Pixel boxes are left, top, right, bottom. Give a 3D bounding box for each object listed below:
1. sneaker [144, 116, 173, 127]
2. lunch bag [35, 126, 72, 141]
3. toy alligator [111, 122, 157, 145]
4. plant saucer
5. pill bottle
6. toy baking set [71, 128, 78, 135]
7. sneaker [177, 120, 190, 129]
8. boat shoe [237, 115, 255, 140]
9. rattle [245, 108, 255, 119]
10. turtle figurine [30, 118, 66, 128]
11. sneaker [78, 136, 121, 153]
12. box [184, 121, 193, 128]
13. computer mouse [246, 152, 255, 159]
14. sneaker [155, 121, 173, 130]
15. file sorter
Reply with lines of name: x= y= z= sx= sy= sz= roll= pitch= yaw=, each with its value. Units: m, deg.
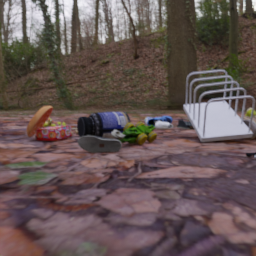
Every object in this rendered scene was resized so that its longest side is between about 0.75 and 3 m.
sneaker: x=1.972 y=-0.374 z=18.146 sx=1.837 sy=0.679 sz=0.756 roll=-6 pitch=8 yaw=5
lunch bag: x=-3.282 y=0.209 z=12.104 sx=1.260 sy=0.586 sz=1.431 roll=1 pitch=6 yaw=26
toy alligator: x=0.175 y=0.306 z=10.666 sx=0.921 sy=0.667 sz=2.778 roll=41 pitch=27 yaw=28
plant saucer: x=-3.773 y=-0.318 z=11.817 sx=0.295 sy=1.574 sz=1.574 roll=37 pitch=4 yaw=-4
pill bottle: x=-1.034 y=-0.068 z=11.951 sx=2.108 sy=1.179 sz=1.179 roll=-3 pitch=6 yaw=-30
toy baking set: x=-2.298 y=0.218 z=14.013 sx=1.872 sy=0.284 sz=2.439 roll=0 pitch=5 yaw=-28
sneaker: x=3.343 y=-0.197 z=16.596 sx=0.941 sy=0.500 sz=0.352 roll=7 pitch=1 yaw=-33
boat shoe: x=5.509 y=-0.035 z=13.044 sx=1.011 sy=1.067 sz=2.817 roll=3 pitch=14 yaw=-5
rattle: x=7.161 y=-0.113 z=16.254 sx=1.505 sy=1.652 sz=2.312 roll=45 pitch=19 yaw=29
turtle figurine: x=-4.304 y=-0.137 z=15.295 sx=1.670 sy=0.667 sz=2.071 roll=7 pitch=-13 yaw=-44
sneaker: x=-0.963 y=0.558 z=9.367 sx=1.425 sy=0.533 sz=0.757 roll=8 pitch=-1 yaw=-8
box: x=3.868 y=-0.189 z=16.997 sx=0.952 sy=0.275 sz=1.197 roll=11 pitch=-2 yaw=-38
computer mouse: x=3.831 y=0.798 z=7.992 sx=0.521 sy=0.208 sz=0.949 roll=-1 pitch=5 yaw=-17
sneaker: x=2.072 y=-0.113 z=16.310 sx=0.533 sy=0.505 sz=1.323 roll=17 pitch=17 yaw=41
file sorter: x=3.752 y=-1.041 z=11.948 sx=2.071 sy=1.859 sz=2.985 roll=-6 pitch=32 yaw=-2
